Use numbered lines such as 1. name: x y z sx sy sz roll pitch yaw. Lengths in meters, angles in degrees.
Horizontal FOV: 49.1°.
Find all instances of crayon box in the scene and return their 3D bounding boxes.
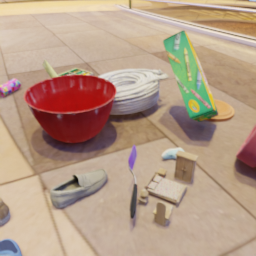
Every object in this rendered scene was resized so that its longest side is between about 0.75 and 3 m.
1. crayon box: 2.216 -1.701 9.766 0.834 2.863 1.700 -21 -9 21

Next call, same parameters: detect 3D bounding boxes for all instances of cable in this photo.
1. cable: -0.188 -1.570 11.597 2.997 1.038 2.997 19 40 39

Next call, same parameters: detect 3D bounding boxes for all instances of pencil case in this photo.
1. pencil case: -5.431 -1.813 12.674 0.543 0.543 1.229 11 33 18

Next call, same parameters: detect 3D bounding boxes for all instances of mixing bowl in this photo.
1. mixing bowl: -1.851 -0.545 9.585 2.985 1.617 2.985 0 33 0

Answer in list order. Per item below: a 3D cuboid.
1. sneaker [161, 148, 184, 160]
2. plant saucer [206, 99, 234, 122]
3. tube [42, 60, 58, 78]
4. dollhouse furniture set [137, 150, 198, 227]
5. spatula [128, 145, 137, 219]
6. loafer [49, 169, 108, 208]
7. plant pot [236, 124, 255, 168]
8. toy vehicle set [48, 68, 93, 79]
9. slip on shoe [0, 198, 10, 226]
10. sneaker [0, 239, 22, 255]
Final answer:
1. sneaker: 1.418 0.827 8.627 0.808 0.299 0.331 -16 31 -23
2. plant saucer: 3.398 -0.761 11.221 1.657 0.267 1.657 0 33 0
3. tube: -3.141 -2.240 11.578 0.346 1.194 0.310 -36 2 13
4. dollhouse furniture set: 0.963 1.408 7.174 0.991 0.846 1.911 17 36 25
5. spatula: 0.122 1.294 6.975 0.210 0.578 2.047 -6 44 5
6. loafer: -1.244 1.469 7.313 1.683 0.587 0.589 -27 41 -36
7. plant pot: 4.469 0.428 7.745 1.986 2.219 2.219 33 42 19
8. toy vehicle set: -2.871 -2.464 13.955 1.255 0.268 2.019 21 38 30
9. slip on shoe: -3.748 1.771 6.815 1.976 0.599 0.751 16 35 24
10. sneaker: -2.390 2.723 5.181 0.649 0.721 1.754 -8 31 -9
